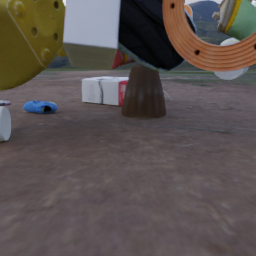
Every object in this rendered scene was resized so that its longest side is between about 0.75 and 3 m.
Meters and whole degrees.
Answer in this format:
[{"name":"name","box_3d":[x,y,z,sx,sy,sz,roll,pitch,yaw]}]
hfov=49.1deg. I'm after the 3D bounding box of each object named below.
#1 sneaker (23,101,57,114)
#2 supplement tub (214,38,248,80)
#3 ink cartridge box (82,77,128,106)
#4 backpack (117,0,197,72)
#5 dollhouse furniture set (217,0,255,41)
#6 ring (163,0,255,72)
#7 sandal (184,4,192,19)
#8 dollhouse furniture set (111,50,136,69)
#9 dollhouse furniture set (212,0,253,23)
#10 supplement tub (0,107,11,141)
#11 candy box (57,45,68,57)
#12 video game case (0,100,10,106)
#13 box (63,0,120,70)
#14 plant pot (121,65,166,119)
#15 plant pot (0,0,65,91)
[{"name":"sneaker","box_3d":[-3.459,-0.789,10.841,1.360,0.448,0.533,2,18,6]},{"name":"supplement tub","box_3d":[2.826,-1.888,7.678,0.986,0.986,1.360,6,25,24]},{"name":"ink cartridge box","box_3d":[-0.576,-1.808,13.424,2.716,1.125,1.993,8,17,28]},{"name":"backpack","box_3d":[0.537,-2.628,7.238,2.587,2.110,1.989,37,3,0]},{"name":"dollhouse furniture set","box_3d":[2.891,-2.901,6.202,1.237,1.889,0.948,19,-8,-10]},{"name":"ring","box_3d":[1.596,-2.116,4.439,2.420,2.420,0.232,13,16,41]},{"name":"sandal","box_3d":[1.643,-3.753,10.315,0.705,1.839,0.527,45,12,4]},{"name":"dollhouse furniture set","box_3d":[-0.284,-3.994,11.469,1.542,2.866,1.166,-21,5,-24]},{"name":"dollhouse furniture set","box_3d":[3.746,-3.962,9.545,0.917,1.877,1.601,21,55,-8]},{"name":"supplement tub","box_3d":[-3.814,-0.085,7.109,1.387,0.915,0.915,-2,14,-7]},{"name":"candy box","box_3d":[-1.700,-2.605,8.487,0.561,0.145,1.097,-14,-24,-44]},{"name":"video game case","box_3d":[-5.889,-1.143,12.863,0.705,0.139,0.777,-12,18,-38]},{"name":"box","box_3d":[-0.677,-1.960,5.418,0.912,1.305,1.714,4,-2,-7]},{"name":"plant pot","box_3d":[0.589,-1.393,10.404,1.708,1.828,1.708,0,15,0]},{"name":"plant pot","box_3d":[-3.047,-2.581,6.744,2.829,2.766,2.747,9,56,23]}]
